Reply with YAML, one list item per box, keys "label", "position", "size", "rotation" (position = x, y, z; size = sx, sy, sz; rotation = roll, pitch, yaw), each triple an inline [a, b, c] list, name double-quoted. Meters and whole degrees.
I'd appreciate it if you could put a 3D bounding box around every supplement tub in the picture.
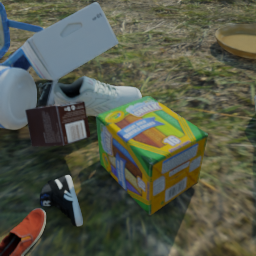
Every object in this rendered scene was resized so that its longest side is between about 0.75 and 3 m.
- label: "supplement tub"
  position: [-3.619, -0.826, 6.923]
  size: [2.279, 1.503, 1.503]
  rotation: [9, 40, 11]

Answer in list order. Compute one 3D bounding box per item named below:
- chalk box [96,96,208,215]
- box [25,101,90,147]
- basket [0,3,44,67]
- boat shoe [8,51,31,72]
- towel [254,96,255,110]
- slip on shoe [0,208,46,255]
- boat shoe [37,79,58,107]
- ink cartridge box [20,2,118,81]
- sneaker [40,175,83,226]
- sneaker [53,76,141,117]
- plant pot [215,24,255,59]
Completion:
- label: "chalk box"
  position: [0.250, 0.318, 5.621]
  size: [1.355, 1.345, 2.170]
  rotation: [-25, 44, -28]
- label: "box"
  position: [-1.509, -0.091, 6.047]
  size: [1.006, 0.826, 0.834]
  rotation: [-4, 9, 33]
- label: "basket"
  position: [-4.529, -2.931, 9.073]
  size: [2.894, 2.013, 2.552]
  rotation: [17, 45, 13]
- label: "boat shoe"
  position: [-3.628, -2.266, 9.432]
  size: [0.641, 0.639, 1.770]
  rotation: [2, 29, 10]
- label: "towel"
  position: [3.433, -0.409, 7.160]
  size: [0.090, 0.553, 0.753]
  rotation: [-20, 40, 11]
- label: "slip on shoe"
  position: [-1.771, 1.793, 4.632]
  size: [0.436, 0.360, 1.177]
  rotation: [14, 39, 20]
- label: "boat shoe"
  position: [-2.293, -1.045, 7.955]
  size: [0.480, 0.519, 1.407]
  rotation: [9, 47, -12]
- label: "ink cartridge box"
  position: [-1.759, -2.289, 7.791]
  size: [1.973, 1.156, 2.730]
  rotation: [-35, 21, -14]
- label: "sneaker"
  position: [-1.253, 1.403, 5.104]
  size: [0.663, 0.433, 1.185]
  rotation: [-16, 34, -14]
- label: "sneaker"
  position: [-0.791, -0.804, 7.096]
  size: [2.313, 1.149, 0.901]
  rotation: [-8, 55, -5]
- label: "plant pot"
  position: [4.830, -3.323, 10.828]
  size: [2.905, 0.399, 2.905]
  rotation: [1, 39, -1]
